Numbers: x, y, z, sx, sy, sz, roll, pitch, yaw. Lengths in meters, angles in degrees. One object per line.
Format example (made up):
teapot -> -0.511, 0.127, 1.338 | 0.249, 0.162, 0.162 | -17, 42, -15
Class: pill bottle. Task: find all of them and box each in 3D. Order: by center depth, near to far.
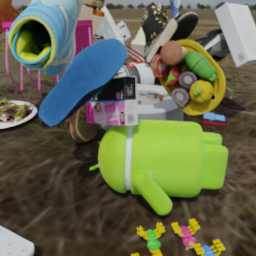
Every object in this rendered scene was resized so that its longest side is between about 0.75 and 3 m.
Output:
pill bottle -> -0.278, -2.000, 12.037 | 2.606, 1.484, 1.484 | -17, 31, -30

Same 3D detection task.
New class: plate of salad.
plate of salad -> -4.732, -0.619, 10.238 | 2.649, 0.636, 2.649 | 0, 26, 0

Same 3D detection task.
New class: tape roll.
tape roll -> 0.468, -0.653, 9.921 | 2.946, 0.973, 2.946 | -1, 26, 0

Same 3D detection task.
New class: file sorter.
file sorter -> -2.189, -1.991, 8.251 | 2.399, 1.504, 1.667 | -5, -14, -7

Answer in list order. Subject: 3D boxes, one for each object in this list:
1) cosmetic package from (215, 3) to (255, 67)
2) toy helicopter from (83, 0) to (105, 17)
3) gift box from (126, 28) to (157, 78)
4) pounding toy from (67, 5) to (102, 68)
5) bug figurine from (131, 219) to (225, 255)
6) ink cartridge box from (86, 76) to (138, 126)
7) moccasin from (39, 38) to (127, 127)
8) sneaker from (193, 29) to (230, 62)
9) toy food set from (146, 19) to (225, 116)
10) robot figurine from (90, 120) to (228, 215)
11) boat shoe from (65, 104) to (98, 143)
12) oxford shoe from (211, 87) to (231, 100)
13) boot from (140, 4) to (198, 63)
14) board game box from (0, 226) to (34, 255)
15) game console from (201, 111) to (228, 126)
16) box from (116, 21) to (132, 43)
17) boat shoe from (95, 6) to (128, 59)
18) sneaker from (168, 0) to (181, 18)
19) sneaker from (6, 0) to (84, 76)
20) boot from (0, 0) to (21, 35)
cosmetic package -> 3.528, -2.872, 8.665 | 1.389, 1.842, 0.476 | -17, -4, -39
toy helicopter -> -1.274, -3.347, 7.310 | 1.403, 0.553, 0.928 | -10, 32, -45
gift box -> 1.331, -4.114, 14.791 | 2.312, 2.506, 2.340 | 5, 52, 21
pounding toy -> -2.090, -3.091, 9.726 | 1.755, 0.914, 1.998 | -4, 59, 47
bug figurine -> 0.817, 2.152, 4.925 | 1.558, 0.401, 1.209 | -7, 21, -4
ink cartridge box -> -0.534, -0.582, 6.271 | 0.381, 0.973, 2.055 | -6, 7, -34
moccasin -> -0.877, -0.896, 5.259 | 2.043, 0.822, 0.697 | -38, 4, 8
sneaker -> 2.724, -2.538, 9.159 | 2.591, 1.027, 0.958 | -33, 24, -36
toy food set -> 1.284, -1.468, 7.185 | 0.836, 1.507, 2.561 | -11, 61, -53
robot figurine -> 0.657, 0.680, 6.435 | 2.938, 1.700, 2.578 | 2, 26, 4
boat shoe -> -1.634, -0.279, 9.437 | 0.902, 0.961, 2.670 | -30, 30, 13
oxford shoe -> 3.700, -1.335, 11.754 | 1.921, 0.685, 0.700 | -4, 48, -31
boot -> 1.502, -4.248, 11.466 | 1.027, 2.806, 2.112 | 9, 59, -31
board game box -> -3.528, 2.442, 4.353 | 2.927, 0.379, 2.926 | 13, 30, 26
game console -> 3.150, -0.374, 10.276 | 0.926, 0.163, 1.047 | 6, 28, 13
box -> -0.199, -4.063, 11.870 | 0.448, 0.768, 0.231 | -29, -1, 18
boat shoe -> -0.916, -3.855, 11.300 | 0.941, 2.643, 0.922 | -26, 8, 1
sneaker -> 1.602, -4.444, 9.926 | 0.403, 1.046, 0.396 | -15, 18, -28
sneaker -> -1.731, -1.564, 5.591 | 1.050, 2.641, 1.724 | 22, 58, -5
boot -> -4.029, -3.212, 8.702 | 0.862, 2.340, 1.811 | 14, 65, -8
